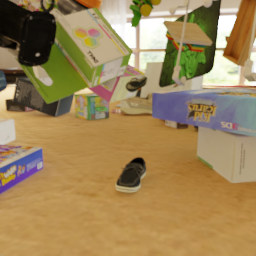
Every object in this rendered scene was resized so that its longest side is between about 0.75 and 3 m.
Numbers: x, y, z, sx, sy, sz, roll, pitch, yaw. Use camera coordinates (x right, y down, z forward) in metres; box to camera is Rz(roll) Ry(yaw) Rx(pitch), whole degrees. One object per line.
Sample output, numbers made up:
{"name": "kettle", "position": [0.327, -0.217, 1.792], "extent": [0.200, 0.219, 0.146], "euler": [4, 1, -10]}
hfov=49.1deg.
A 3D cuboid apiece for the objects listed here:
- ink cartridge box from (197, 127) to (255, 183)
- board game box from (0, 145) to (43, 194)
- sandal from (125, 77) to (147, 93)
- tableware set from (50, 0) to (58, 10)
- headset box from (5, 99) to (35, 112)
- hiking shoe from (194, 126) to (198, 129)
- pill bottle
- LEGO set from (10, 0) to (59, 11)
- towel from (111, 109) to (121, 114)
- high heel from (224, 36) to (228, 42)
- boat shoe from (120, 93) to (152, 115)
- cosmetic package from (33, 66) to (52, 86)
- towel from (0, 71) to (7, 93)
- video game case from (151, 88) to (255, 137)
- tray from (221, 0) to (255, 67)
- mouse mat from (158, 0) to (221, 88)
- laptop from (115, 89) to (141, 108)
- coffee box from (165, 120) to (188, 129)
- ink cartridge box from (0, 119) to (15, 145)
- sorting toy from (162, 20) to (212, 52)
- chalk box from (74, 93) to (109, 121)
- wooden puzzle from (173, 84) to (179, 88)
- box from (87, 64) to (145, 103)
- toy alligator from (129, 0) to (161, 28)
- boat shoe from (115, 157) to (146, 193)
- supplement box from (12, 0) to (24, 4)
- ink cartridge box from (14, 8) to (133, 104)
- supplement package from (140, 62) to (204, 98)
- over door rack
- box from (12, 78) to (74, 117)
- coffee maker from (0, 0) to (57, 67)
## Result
{"name": "ink cartridge box", "position": [2.746, 0.375, 5.772], "extent": [2.154, 0.895, 1.579], "euler": [-2, 12, -11]}
{"name": "board game box", "position": [-2.649, 0.775, 4.944], "extent": [1.364, 0.454, 2.029], "euler": [3, 12, 14]}
{"name": "sandal", "position": [0.176, -1.094, 6.893], "extent": [0.235, 0.327, 0.824], "euler": [34, 35, 21]}
{"name": "tableware set", "position": [-1.851, -2.874, 6.063], "extent": [0.781, 0.120, 0.526], "euler": [39, 12, -32]}
{"name": "headset box", "position": [-5.335, -1.213, 14.379], "extent": [1.250, 0.631, 1.682], "euler": [4, 12, 20]}
{"name": "hiking shoe", "position": [2.840, -0.294, 9.683], "extent": [1.574, 0.682, 0.586], "euler": [-9, 14, -37]}
{"name": "pill bottle", "position": [-1.779, -2.945, 8.647], "extent": [1.383, 2.603, 1.383], "euler": [27, 23, -13]}
{"name": "LEGO set", "position": [-2.610, -3.668, 8.077], "extent": [1.782, 0.820, 0.663], "euler": [-24, -14, -39]}
{"name": "towel", "position": [-0.258, -0.817, 13.732], "extent": [1.098, 0.125, 0.791], "euler": [0, 12, -2]}
{"name": "high heel", "position": [3.177, -2.316, 8.403], "extent": [0.933, 0.665, 0.333], "euler": [25, -21, -28]}
{"name": "boat shoe", "position": [1.128, -1.133, 13.040], "extent": [2.988, 0.970, 1.078], "euler": [1, 11, -8]}
{"name": "cosmetic package", "position": [-2.570, -2.645, 10.662], "extent": [2.036, 2.042, 1.256], "euler": [-9, -13, -22]}
{"name": "towel", "position": [-3.964, -1.394, 8.559], "extent": [0.472, 0.205, 0.845], "euler": [-35, 51, 4]}
{"name": "video game case", "position": [2.406, -0.472, 6.016], "extent": [2.630, 0.659, 2.902], "euler": [-8, 13, -32]}
{"name": "tray", "position": [2.946, -2.452, 7.092], "extent": [0.294, 1.587, 0.783], "euler": [1, 31, -18]}
{"name": "mouse mat", "position": [1.977, -2.743, 9.156], "extent": [0.104, 2.756, 2.218], "euler": [22, -20, -35]}
{"name": "laptop", "position": [0.038, -1.681, 15.640], "extent": [1.243, 0.769, 1.327], "euler": [-27, 25, -32]}
{"name": "coffee box", "position": [1.749, -0.201, 10.115], "extent": [0.475, 0.331, 0.831], "euler": [-4, 12, -21]}
{"name": "ink cartridge box", "position": [-4.090, 0.119, 7.753], "extent": [1.500, 0.632, 1.085], "euler": [1, 11, 7]}
{"name": "sorting toy", "position": [1.421, -2.279, 7.022], "extent": [0.981, 0.341, 0.975], "euler": [-1, 46, -20]}
{"name": "chalk box", "position": [-1.463, -0.918, 11.919], "extent": [1.030, 1.025, 1.656], "euler": [-9, 14, -36]}
{"name": "wooden puzzle", "position": [2.135, -1.840, 11.444], "extent": [0.805, 0.057, 0.477], "euler": [-35, 13, -9]}
{"name": "box", "position": [-0.581, -1.600, 8.564], "extent": [1.528, 0.840, 1.737], "euler": [34, 25, 16]}
{"name": "toy alligator", "position": [0.524, -3.101, 6.502], "extent": [0.473, 1.745, 0.517], "euler": [41, -1, -32]}
{"name": "boat shoe", "position": [0.066, 0.819, 4.986], "extent": [0.436, 0.363, 1.168], "euler": [5, 14, 17]}
{"name": "supplement box", "position": [-3.428, -4.181, 8.990], "extent": [0.820, 0.459, 1.506], "euler": [-41, 33, -11]}
{"name": "ink cartridge box", "position": [-1.319, -1.791, 6.780], "extent": [2.295, 1.696, 0.869], "euler": [-29, -17, -31]}
{"name": "supplement package", "position": [2.273, -2.121, 14.237], "extent": [2.552, 1.937, 1.922], "euler": [5, -9, 29]}
{"name": "over door rack", "position": [1.649, -2.006, 5.427], "extent": [1.679, 2.273, 0.757], "euler": [6, 4, 41]}
{"name": "box", "position": [-3.831, -1.465, 12.908], "extent": [2.183, 1.169, 1.620], "euler": [19, 14, 8]}
{"name": "coffee maker", "position": [-2.408, -2.313, 6.085], "extent": [1.615, 1.551, 1.087], "euler": [30, 3, 21]}
